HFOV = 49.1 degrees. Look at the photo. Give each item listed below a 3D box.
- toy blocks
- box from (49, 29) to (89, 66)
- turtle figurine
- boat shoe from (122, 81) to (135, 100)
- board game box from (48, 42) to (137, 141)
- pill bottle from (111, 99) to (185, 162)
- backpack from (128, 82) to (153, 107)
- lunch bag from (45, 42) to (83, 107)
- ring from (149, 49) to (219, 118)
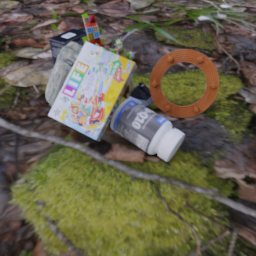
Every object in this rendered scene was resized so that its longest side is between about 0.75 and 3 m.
[{"bbox_3d":[-1.414,-3.773,11.249,0.880,1.761,1.204,-14,14,-6],"label":"toy blocks"},{"bbox_3d":[-2.645,-3.531,13.142,1.032,1.661,1.675,24,45,26],"label":"box"},{"bbox_3d":[-0.513,-3.178,10.729,1.504,1.551,1.116,-2,36,-11],"label":"turtle figurine"},{"bbox_3d":[-0.058,-1.370,9.178,0.502,1.370,0.430,39,79,4],"label":"boat shoe"},{"bbox_3d":[-1.008,-1.045,7.992,1.618,0.412,2.406,25,87,12],"label":"board game box"},{"bbox_3d":[0.616,0.081,8.858,2.135,1.214,1.214,32,48,17],"label":"pill bottle"},{"bbox_3d":[0.517,-1.184,10.932,0.926,0.749,0.972,26,58,37],"label":"backpack"},{"bbox_3d":[-2.247,-1.911,10.645,1.476,2.119,1.777,32,37,-2],"label":"lunch bag"},{"bbox_3d":[1.998,-1.542,10.107,2.493,2.493,0.239,7,19,8],"label":"ring"}]
